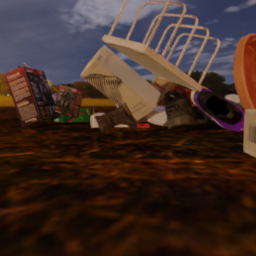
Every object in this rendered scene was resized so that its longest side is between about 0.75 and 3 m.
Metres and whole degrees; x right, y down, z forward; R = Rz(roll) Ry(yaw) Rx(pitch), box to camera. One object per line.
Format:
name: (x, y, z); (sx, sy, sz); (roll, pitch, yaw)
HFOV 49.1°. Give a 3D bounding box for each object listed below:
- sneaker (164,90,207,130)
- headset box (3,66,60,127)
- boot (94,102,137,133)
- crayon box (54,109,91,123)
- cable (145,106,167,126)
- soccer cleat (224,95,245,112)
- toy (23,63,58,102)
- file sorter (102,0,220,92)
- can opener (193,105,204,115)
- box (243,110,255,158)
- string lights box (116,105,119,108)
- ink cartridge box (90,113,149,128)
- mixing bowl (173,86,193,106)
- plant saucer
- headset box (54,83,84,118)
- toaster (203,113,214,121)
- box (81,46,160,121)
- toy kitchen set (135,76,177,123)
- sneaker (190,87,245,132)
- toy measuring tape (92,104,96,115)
sneaker: (1.782, -0.571, 8.650); (0.807, 1.209, 2.111); (-19, -13, 37)
headset box: (-3.475, -1.217, 10.208); (0.837, 2.166, 1.612); (-19, 3, 9)
boot: (-0.331, -0.141, 7.586); (0.984, 1.130, 0.391); (-29, 44, 1)
crayon box: (-2.415, -0.546, 11.947); (1.138, 0.558, 1.916); (-2, 4, -25)
cable: (1.394, -0.405, 9.833); (1.552, 0.537, 1.552); (7, 12, -3)
soccer cleat: (4.868, -0.662, 11.250); (2.667, 0.932, 1.151); (9, 15, -34)
toy: (-3.552, -1.711, 12.489); (2.667, 0.630, 1.536); (39, -7, 15)
file sorter: (0.949, -2.239, 7.232); (2.432, 1.515, 1.688); (21, 7, -44)
can opener: (3.601, -0.659, 12.705); (0.583, 0.731, 2.185); (-34, 15, -9)
box: (3.170, 0.091, 4.515); (2.307, 0.789, 0.948); (1, 6, 1)
string lights box: (-0.403, -1.392, 10.243); (0.542, 1.839, 0.945); (-26, 5, -3)
ink cartridge box: (-0.246, -0.293, 10.211); (1.997, 0.570, 1.623); (-4, 5, 4)
mixing bowl: (2.174, -1.127, 13.008); (1.817, 0.984, 1.817); (16, -14, 4)
plant saucer: (4.123, -1.506, 8.978); (2.925, 2.925, 0.472); (-6, -3, -45)
headset box: (-2.094, -0.999, 9.924); (0.832, 1.118, 0.432); (18, 11, 23)
toaster: (3.166, -0.477, 9.381); (1.093, 0.648, 0.988); (17, 6, -25)
box: (-0.214, -1.389, 9.035); (2.448, 0.837, 1.006); (37, -41, -16)
toy kitchen set: (1.132, -1.040, 11.447); (1.766, 2.164, 1.953); (43, 24, 21)
sneaker: (2.729, -0.389, 7.828); (2.062, 0.717, 1.025); (28, 11, -13)
toy measuring tape: (-1.389, -0.616, 12.025); (0.292, 0.794, 0.292); (10, 23, -4)
